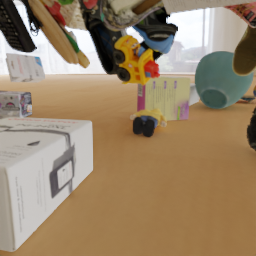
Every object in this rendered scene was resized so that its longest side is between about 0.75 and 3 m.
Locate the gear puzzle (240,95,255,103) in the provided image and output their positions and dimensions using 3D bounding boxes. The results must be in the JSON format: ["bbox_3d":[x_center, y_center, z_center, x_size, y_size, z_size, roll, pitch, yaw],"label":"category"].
[{"bbox_3d":[4.519,-1.375,12.874,2.413,0.316,1.250,7,11,27],"label":"gear puzzle"}]

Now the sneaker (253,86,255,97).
[{"bbox_3d":[6.792,-1.347,11.748,2.809,1.057,1.238,10,-7,37],"label":"sneaker"}]

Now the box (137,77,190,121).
[{"bbox_3d":[1.090,-0.927,8.759,1.489,1.310,0.720,-4,14,-16],"label":"box"}]

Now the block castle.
[{"bbox_3d":[-1.044,-2.753,5.564,1.323,0.884,0.621,11,-18,38],"label":"block castle"}]

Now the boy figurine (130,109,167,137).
[{"bbox_3d":[0.551,-0.209,7.462,0.978,0.507,1.573,12,14,13],"label":"boy figurine"}]

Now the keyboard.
[{"bbox_3d":[-3.225,-3.289,7.274,1.873,2.948,0.304,10,49,30],"label":"keyboard"}]

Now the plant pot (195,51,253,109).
[{"bbox_3d":[3.480,-1.607,10.758,2.180,2.180,1.468,9,53,33],"label":"plant pot"}]

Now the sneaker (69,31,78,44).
[{"bbox_3d":[-1.691,-2.737,8.730,0.271,0.273,0.753,11,-16,5],"label":"sneaker"}]

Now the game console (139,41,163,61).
[{"bbox_3d":[0.645,-3.858,10.915,1.453,2.463,0.297,-44,16,-25],"label":"game console"}]

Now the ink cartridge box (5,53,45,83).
[{"bbox_3d":[-3.590,-2.021,9.522,0.482,0.837,1.446,-15,-1,30],"label":"ink cartridge box"}]

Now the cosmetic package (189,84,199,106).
[{"bbox_3d":[2.230,-1.473,12.103,1.333,0.822,1.337,8,15,30],"label":"cosmetic package"}]

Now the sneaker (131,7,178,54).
[{"bbox_3d":[0.620,-2.691,7.102,0.780,0.912,2.201,14,32,-37],"label":"sneaker"}]

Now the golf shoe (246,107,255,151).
[{"bbox_3d":[3.250,0.268,4.868,1.339,1.102,2.834,13,13,-15],"label":"golf shoe"}]

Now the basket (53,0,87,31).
[{"bbox_3d":[-1.223,-4.171,9.128,1.785,1.625,2.634,44,33,24],"label":"basket"}]

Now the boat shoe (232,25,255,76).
[{"bbox_3d":[3.511,-2.331,8.060,0.772,2.115,0.666,16,-16,15],"label":"boat shoe"}]

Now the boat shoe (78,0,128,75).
[{"bbox_3d":[-0.693,-2.718,7.062,0.990,2.886,0.817,-15,14,43],"label":"boat shoe"}]

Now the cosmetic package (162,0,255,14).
[{"bbox_3d":[1.183,-2.158,3.793,1.656,0.840,0.590,13,58,43],"label":"cosmetic package"}]

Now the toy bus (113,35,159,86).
[{"bbox_3d":[0.274,-1.550,6.565,1.045,1.089,0.739,17,48,33],"label":"toy bus"}]

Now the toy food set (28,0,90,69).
[{"bbox_3d":[-2.041,-2.777,7.991,0.561,2.308,2.285,-38,-19,-8],"label":"toy food set"}]

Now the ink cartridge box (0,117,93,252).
[{"bbox_3d":[-1.550,0.482,3.717,1.569,0.901,2.160,3,14,13],"label":"ink cartridge box"}]

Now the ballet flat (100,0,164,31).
[{"bbox_3d":[0.643,-2.863,5.362,2.834,1.019,1.019,-32,9,11],"label":"ballet flat"}]

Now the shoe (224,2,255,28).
[{"bbox_3d":[2.785,-2.946,6.711,1.741,0.792,0.622,3,-24,-15],"label":"shoe"}]

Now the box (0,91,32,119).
[{"bbox_3d":[-4.038,-0.775,9.187,1.423,0.816,0.940,1,13,5],"label":"box"}]
